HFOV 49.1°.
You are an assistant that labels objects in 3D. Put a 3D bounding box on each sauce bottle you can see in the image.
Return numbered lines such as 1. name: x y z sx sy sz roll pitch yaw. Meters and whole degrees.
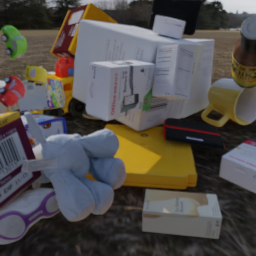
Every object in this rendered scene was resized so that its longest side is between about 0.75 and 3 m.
1. sauce bottle: 3.065 -1.815 7.033 0.901 0.901 2.786 10 -8 23

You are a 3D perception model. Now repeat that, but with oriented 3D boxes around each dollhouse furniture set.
1. dollhouse furniture set: -4.986 -2.838 14.699 0.986 0.655 0.865 -5 23 -12

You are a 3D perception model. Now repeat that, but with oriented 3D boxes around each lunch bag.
1. lunch bag: -2.542 0.241 6.571 1.778 1.101 1.511 -17 16 -36

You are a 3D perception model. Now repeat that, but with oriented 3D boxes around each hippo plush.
1. hippo plush: -1.252 0.866 5.236 2.081 1.657 1.673 11 -20 -40

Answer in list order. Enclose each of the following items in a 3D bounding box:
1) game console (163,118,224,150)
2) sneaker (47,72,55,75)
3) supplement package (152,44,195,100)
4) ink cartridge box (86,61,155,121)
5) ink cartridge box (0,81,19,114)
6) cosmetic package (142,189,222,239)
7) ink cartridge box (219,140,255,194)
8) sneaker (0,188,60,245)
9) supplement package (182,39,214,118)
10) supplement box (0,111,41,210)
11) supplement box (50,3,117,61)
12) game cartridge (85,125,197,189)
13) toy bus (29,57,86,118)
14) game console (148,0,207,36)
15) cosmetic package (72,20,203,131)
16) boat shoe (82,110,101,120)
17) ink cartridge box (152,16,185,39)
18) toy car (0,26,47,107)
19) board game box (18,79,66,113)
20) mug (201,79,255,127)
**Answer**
1. game console: 1.628 0.142 7.167 1.466 0.228 1.297 9 25 3
2. sneaker: -4.003 -2.395 13.817 1.888 0.687 0.799 -12 12 -39
3. supplement package: 1.031 -1.237 6.379 0.646 1.135 0.622 6 2 -42
4. ink cartridge box: -0.136 -0.865 6.177 0.648 1.125 1.541 20 25 35
5. ink cartridge box: -4.722 -1.030 9.922 0.989 0.993 1.367 11 25 25
6. cosmetic package: 0.881 1.436 4.752 1.248 0.444 0.656 3 23 6
7. ink cartridge box: 2.738 0.801 6.136 1.272 0.545 0.939 -21 31 -38
8. sneaker: -1.843 1.456 4.769 0.749 0.563 1.503 2 14 45
9. supplement package: 1.744 -1.858 9.972 1.819 2.415 1.833 17 27 40
10. supplement box: -3.136 0.696 4.696 2.599 1.341 1.702 -4 20 24
11. supplement box: -1.599 -3.143 9.845 1.168 1.734 1.758 25 -5 -37
12. game cartridge: 0.358 0.595 6.791 2.311 0.425 2.621 3 23 6
13. toy bus: -2.357 -1.360 9.491 2.064 1.981 1.400 -16 29 -29
14. game console: 1.662 -3.703 8.865 1.670 1.469 0.972 21 19 34
15. cosmetic package: 0.185 -1.687 8.416 2.882 2.376 2.378 29 29 34
16. boat shoe: -0.733 -0.689 9.535 1.723 0.620 0.621 -9 22 -26
17. ink cartridge box: 1.155 -2.821 7.826 0.798 0.461 1.093 16 23 7
18. toy car: -2.095 -1.285 5.510 0.331 1.397 1.484 1 28 18
19. board game box: -2.245 -0.848 7.376 0.763 0.749 1.454 -8 6 4
20. mug: 3.283 -0.956 9.161 1.777 1.423 1.459 -13 26 -27
